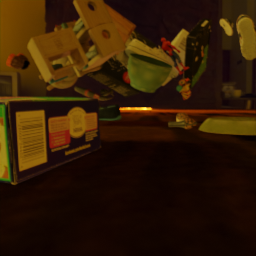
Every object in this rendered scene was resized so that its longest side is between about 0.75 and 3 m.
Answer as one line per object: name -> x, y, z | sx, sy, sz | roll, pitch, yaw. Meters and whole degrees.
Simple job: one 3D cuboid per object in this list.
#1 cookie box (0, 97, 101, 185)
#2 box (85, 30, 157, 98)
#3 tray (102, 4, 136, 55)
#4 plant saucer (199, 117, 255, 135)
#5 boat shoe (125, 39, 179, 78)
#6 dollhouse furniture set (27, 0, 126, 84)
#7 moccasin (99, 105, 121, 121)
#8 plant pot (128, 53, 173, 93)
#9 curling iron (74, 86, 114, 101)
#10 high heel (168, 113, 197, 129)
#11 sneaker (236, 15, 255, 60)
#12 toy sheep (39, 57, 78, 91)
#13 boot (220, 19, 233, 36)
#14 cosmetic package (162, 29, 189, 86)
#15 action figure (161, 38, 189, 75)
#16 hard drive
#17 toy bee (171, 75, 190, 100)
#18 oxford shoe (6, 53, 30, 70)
cookie box -> -2.293, 0.012, 4.853 | 2.875, 1.080, 2.459 | 1, 7, 20
box -> -0.340, -3.287, 13.480 | 2.487, 2.731, 1.422 | 26, -14, -24
tray -> -0.616, -3.579, 10.463 | 1.306, 0.490, 2.649 | 33, -6, -10
plant saucer -> 4.076, -0.120, 10.057 | 2.980, 0.463, 2.980 | -1, 5, 0
boat shoe -> 1.234, -3.256, 12.588 | 2.595, 1.106, 0.959 | 28, -16, 9
dollhouse furniture set -> -1.845, -2.468, 8.262 | 2.598, 1.820, 1.831 | -31, 7, -34
moccasin -> -1.792, -0.981, 16.475 | 2.990, 1.019, 1.203 | 1, 5, 16
plant pot -> 0.719, -2.045, 10.768 | 1.717, 1.150, 1.717 | 14, 22, -6
curling iron -> -1.091, -1.043, 8.324 | 0.509, 0.262, 2.052 | -21, 23, -33
high heel -> 2.424, -0.291, 11.207 | 1.102, 0.552, 1.546 | 0, 17, 35
sneaker -> 4.390, -3.343, 10.251 | 0.653, 1.666, 0.661 | -11, 39, 23
toy sheep -> -2.879, -2.452, 12.119 | 1.652, 1.652, 2.397 | -3, 0, -33
boot -> 3.911, -3.917, 10.792 | 0.394, 0.872, 0.317 | -13, -30, -10
cosmetic package -> 2.200, -3.370, 13.927 | 1.032, 1.469, 2.897 | 32, -19, -8
action figure -> 1.710, -2.770, 10.609 | 0.396, 1.532, 0.501 | -32, -4, -33
hard drive -> 2.877, -3.069, 11.750 | 0.463, 2.446, 1.709 | 21, 53, 26
toy bee -> 2.239, -1.709, 11.348 | 1.135, 0.743, 0.617 | 42, -35, -20
oxford shoe -> -3.856, -2.323, 10.169 | 0.594, 0.583, 1.637 | 25, 13, -9
